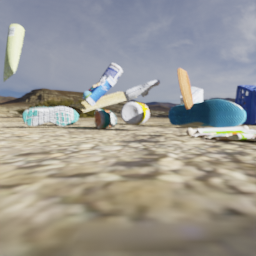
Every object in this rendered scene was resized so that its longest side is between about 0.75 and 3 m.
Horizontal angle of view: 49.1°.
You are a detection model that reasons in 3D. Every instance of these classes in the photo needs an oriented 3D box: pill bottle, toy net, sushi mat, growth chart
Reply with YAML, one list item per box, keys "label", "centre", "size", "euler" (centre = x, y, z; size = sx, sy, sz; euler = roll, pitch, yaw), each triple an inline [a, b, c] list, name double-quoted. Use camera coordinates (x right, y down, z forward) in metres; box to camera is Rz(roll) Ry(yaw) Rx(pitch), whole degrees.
- label: "pill bottle"
  centre: [-0.857, -2.283, 12.807]
  size: [0.685, 1.233, 0.685]
  euler: [31, -13, 8]
- label: "toy net"
  centre: [-1.330, -1.616, 11.314]
  size: [1.212, 0.234, 0.636]
  euler: [-37, 8, 1]
- label: "sushi mat"
  centre: [-1.139, -1.208, 12.878]
  size: [2.905, 0.176, 1.390]
  euler: [-19, 23, -31]
- label: "growth chart"
  centre: [2.593, 0.128, 5.771]
  size: [1.934, 0.237, 2.673]
  euler: [-2, 3, -23]
- label: "pill bottle"
  centre: [0.457, -0.776, 15.137]
  size: [1.161, 1.161, 2.126]
  euler: [1, 3, 18]

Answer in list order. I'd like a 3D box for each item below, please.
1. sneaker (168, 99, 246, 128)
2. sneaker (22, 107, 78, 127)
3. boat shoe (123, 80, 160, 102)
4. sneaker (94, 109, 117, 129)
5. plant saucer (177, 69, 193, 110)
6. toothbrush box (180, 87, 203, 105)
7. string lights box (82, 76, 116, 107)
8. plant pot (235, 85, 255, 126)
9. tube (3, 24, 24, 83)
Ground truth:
- label: "sneaker"
  centre: [3.074, -0.532, 10.837]
  size: [2.870, 1.098, 1.159]
  euler: [4, 4, 36]
- label: "sneaker"
  centre: [-3.057, -0.556, 11.103]
  size: [2.116, 0.821, 0.965]
  euler: [3, 17, -20]
- label: "boat shoe"
  centre: [0.442, -1.117, 8.464]
  size: [1.171, 0.383, 0.431]
  euler: [-18, 8, 19]
- label: "sneaker"
  centre: [-0.809, -0.363, 10.572]
  size: [0.838, 0.748, 2.097]
  euler: [-5, 2, -10]
- label: "plant saucer"
  centre: [1.656, -1.130, 8.032]
  size: [0.226, 1.205, 1.205]
  euler: [-13, -1, 17]
- label: "toothbrush box"
  centre: [2.924, -1.011, 12.863]
  size: [0.599, 1.405, 1.028]
  euler: [25, 52, 36]
- label: "string lights box"
  centre: [-1.239, -1.582, 11.827]
  size: [0.418, 1.419, 0.729]
  euler: [47, -8, -24]
- label: "plant pot"
  centre: [6.427, -1.035, 13.431]
  size: [1.964, 1.964, 1.766]
  euler: [0, 10, -5]
- label: "tube"
  centre: [-3.347, -2.178, 8.128]
  size: [0.449, 1.730, 0.502]
  euler: [1, -22, -5]
